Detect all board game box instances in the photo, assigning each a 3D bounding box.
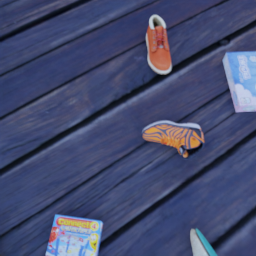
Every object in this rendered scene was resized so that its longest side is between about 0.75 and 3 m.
[{"bbox_3d":[5.920,-2.101,12.337,2.849,0.621,2.863,-3,63,0],"label":"board game box"},{"bbox_3d":[-1.811,3.891,9.415,1.654,0.462,1.619,6,64,3],"label":"board game box"}]

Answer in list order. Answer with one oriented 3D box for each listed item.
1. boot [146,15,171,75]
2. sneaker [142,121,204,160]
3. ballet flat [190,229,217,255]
[{"bbox_3d":[1.372,-3.783,12.746,1.024,1.463,2.729,-9,65,-6],"label":"boot"},{"bbox_3d":[1.759,0.490,10.725,2.396,0.929,1.342,-3,47,-1],"label":"sneaker"},{"bbox_3d":[2.712,4.666,8.791,0.928,1.004,2.976,-39,66,6],"label":"ballet flat"}]
